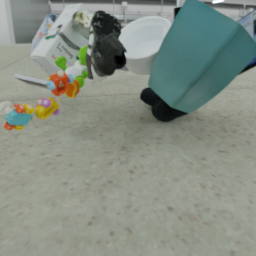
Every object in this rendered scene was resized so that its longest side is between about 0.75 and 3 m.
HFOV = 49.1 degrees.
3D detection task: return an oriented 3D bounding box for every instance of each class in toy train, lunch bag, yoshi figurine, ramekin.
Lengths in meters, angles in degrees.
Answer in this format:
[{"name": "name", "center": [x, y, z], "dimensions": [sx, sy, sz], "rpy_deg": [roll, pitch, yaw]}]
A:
[{"name": "toy train", "center": [-2.230, -0.711, 6.708], "dimensions": [1.887, 1.417, 0.525], "rpy_deg": [-31, 65, -29]}, {"name": "lunch bag", "center": [-3.425, -3.896, 12.146], "dimensions": [1.106, 1.475, 1.740], "rpy_deg": [19, 43, -36]}, {"name": "yoshi figurine", "center": [-1.635, -2.014, 9.286], "dimensions": [1.291, 1.296, 2.305], "rpy_deg": [-24, 24, 35]}, {"name": "ramekin", "center": [0.605, -2.667, 9.265], "dimensions": [1.955, 0.953, 1.955], "rpy_deg": [-10, 55, 15]}]

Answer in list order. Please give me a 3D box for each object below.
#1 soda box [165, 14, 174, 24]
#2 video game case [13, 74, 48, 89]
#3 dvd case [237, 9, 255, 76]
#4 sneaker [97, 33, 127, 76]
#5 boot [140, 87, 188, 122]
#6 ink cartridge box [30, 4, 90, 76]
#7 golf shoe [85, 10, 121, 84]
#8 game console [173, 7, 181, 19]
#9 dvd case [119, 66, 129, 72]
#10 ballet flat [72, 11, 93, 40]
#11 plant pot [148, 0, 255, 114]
[{"name": "soda box", "center": [1.377, -3.971, 13.101], "dimensions": [0.879, 2.570, 0.817], "rpy_deg": [42, 41, -2]}, {"name": "video game case", "center": [-3.299, -1.640, 10.208], "dimensions": [1.304, 0.150, 1.188], "rpy_deg": [14, -2, 2]}, {"name": "dvd case", "center": [4.129, -3.005, 9.872], "dimensions": [0.212, 2.415, 1.723], "rpy_deg": [26, -35, -30]}, {"name": "sneaker", "center": [-0.348, -1.524, 6.443], "dimensions": [0.522, 1.374, 0.623], "rpy_deg": [-40, 80, -16]}, {"name": "boot", "center": [1.335, -1.151, 12.874], "dimensions": [2.280, 1.036, 2.713], "rpy_deg": [24, 25, 39]}, {"name": "ink cartridge box", "center": [-2.231, -3.160, 11.100], "dimensions": [1.127, 1.953, 2.674], "rpy_deg": [15, 69, 43]}, {"name": "golf shoe", "center": [-0.828, -2.322, 7.956], "dimensions": [0.945, 1.148, 2.430], "rpy_deg": [20, 53, -22]}, {"name": "game console", "center": [1.886, -3.660, 10.090], "dimensions": [0.271, 1.326, 2.248], "rpy_deg": [-4, 21, 3]}, {"name": "dvd case", "center": [-0.348, -2.325, 9.850], "dimensions": [0.076, 0.618, 0.867], "rpy_deg": [-21, -11, 40]}, {"name": "ballet flat", "center": [-1.347, -3.472, 9.389], "dimensions": [0.811, 0.766, 2.405], "rpy_deg": [-20, 35, -21]}, {"name": "plant pot", "center": [1.966, -1.895, 8.213], "dimensions": [1.898, 2.687, 1.899], "rpy_deg": [11, 31, -51]}]
